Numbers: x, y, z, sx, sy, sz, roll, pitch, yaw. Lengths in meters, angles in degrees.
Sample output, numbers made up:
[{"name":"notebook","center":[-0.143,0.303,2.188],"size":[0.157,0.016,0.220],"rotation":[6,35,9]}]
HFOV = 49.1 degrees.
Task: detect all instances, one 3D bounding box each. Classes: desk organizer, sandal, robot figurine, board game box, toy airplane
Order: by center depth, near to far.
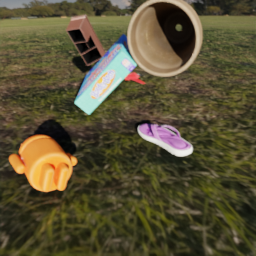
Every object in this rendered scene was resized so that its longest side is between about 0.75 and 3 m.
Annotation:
[{"name":"robot figurine","center":[-2.265,0.927,7.643],"size":[1.451,1.177,2.018],"rotation":[-35,39,-16]},{"name":"board game box","center":[-0.667,-1.844,9.066],"size":[0.616,2.083,2.739],"rotation":[40,21,-19]},{"name":"sandal","center":[1.291,0.208,9.731],"size":[0.994,0.600,2.442],"rotation":[-18,31,-33]},{"name":"desk organizer","center":[-1.554,-3.198,10.456],"size":[0.642,1.791,0.690],"rotation":[0,57,23]},{"name":"toy airplane","center":[-0.201,-2.971,16.458],"size":[2.494,0.459,2.494],"rotation":[-1,24,0]}]

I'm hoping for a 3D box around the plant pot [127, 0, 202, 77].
[{"name":"plant pot","center":[1.175,-2.564,7.649],"size":[1.942,1.942,1.694],"rotation":[11,31,22]}]
